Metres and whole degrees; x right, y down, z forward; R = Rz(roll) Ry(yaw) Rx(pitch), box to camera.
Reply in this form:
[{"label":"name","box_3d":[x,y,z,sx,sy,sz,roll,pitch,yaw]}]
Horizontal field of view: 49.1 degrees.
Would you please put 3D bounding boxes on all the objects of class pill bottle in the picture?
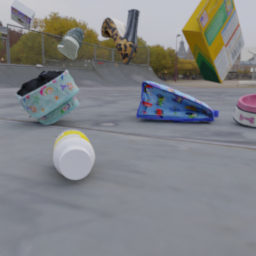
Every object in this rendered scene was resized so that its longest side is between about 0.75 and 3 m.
[{"label":"pill bottle","box_3d":[-0.903,0.438,4.630,0.653,0.653,1.173,-2,11,-13]}]

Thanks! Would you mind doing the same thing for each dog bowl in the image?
[{"label":"dog bowl","box_3d":[4.478,-0.619,9.322,1.845,0.680,1.845,-6,23,3]}]

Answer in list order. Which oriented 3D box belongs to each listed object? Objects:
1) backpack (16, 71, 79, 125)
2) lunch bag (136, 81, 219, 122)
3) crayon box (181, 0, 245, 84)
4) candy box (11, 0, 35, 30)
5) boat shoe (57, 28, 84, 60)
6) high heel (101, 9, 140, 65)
[{"label":"backpack","box_3d":[-2.689,-1.105,9.621,1.963,1.665,2.211,-36,18,-19]},{"label":"lunch bag","box_3d":[1.990,-0.867,10.747,2.945,1.385,2.217,11,9,9]},{"label":"crayon box","box_3d":[2.139,-2.372,6.963,0.588,1.433,2.279,23,-15,40]},{"label":"candy box","box_3d":[-3.558,-3.776,9.440,0.706,0.301,0.841,30,-20,-16]},{"label":"boat shoe","box_3d":[-2.247,-3.351,11.196,0.833,0.707,2.288,33,-11,-18]},{"label":"high heel","box_3d":[-0.439,-2.759,9.191,0.822,1.640,2.301,9,-2,-31]}]
